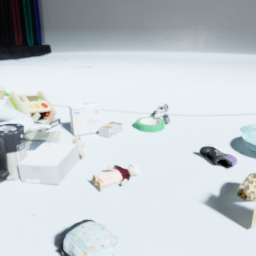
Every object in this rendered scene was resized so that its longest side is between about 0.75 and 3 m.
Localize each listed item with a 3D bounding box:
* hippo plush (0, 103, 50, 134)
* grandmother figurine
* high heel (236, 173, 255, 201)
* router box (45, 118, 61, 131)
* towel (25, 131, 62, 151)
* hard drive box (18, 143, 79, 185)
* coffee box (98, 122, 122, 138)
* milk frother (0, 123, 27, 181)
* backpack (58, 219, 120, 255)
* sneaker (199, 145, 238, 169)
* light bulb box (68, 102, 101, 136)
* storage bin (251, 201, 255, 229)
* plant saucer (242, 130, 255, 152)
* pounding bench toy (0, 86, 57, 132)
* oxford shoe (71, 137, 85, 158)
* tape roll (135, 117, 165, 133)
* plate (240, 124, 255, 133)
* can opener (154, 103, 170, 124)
[{"bbox_3d":[-4.413,0.176,10.046,2.251,1.810,1.793,29,-8,-33],"label":"hippo plush"},{"bbox_3d":[-0.320,1.446,8.570,1.568,0.475,0.951,-11,47,-34],"label":"grandmother figurine"},{"bbox_3d":[3.904,1.690,7.377,2.016,0.720,1.437,-5,13,-39],"label":"high heel"},{"bbox_3d":[-3.843,-0.213,13.146,0.858,0.294,1.151,8,22,21],"label":"router box"},{"bbox_3d":[-3.495,0.537,11.327,1.481,0.266,1.538,-4,23,-3],"label":"towel"},{"bbox_3d":[-2.492,1.102,9.049,1.296,0.639,1.663,2,20,13],"label":"hard drive box"},{"bbox_3d":[-0.759,0.075,12.230,0.572,0.399,1.000,12,24,30],"label":"coffee box"},{"bbox_3d":[-4.110,0.742,8.728,1.690,1.590,1.525,12,22,29],"label":"milk frother"},{"bbox_3d":[-0.720,2.372,5.590,0.998,0.757,1.196,-16,27,-40],"label":"backpack"},{"bbox_3d":[3.027,0.995,9.667,1.380,0.523,0.604,16,31,37],"label":"sneaker"},{"bbox_3d":[-1.885,-0.428,12.246,1.245,1.256,0.784,-9,19,-21],"label":"light bulb box"},{"bbox_3d":[3.554,1.855,6.042,1.416,1.406,0.664,15,29,36],"label":"storage bin"},{"bbox_3d":[5.783,0.639,10.431,2.921,0.400,2.921,0,15,0],"label":"plant saucer"},{"bbox_3d":[-4.346,-0.933,11.892,2.128,1.322,1.660,51,31,16],"label":"pounding bench toy"},{"bbox_3d":[-1.734,0.659,10.077,0.380,0.364,1.030,-30,48,-8],"label":"oxford shoe"},{"bbox_3d":[1.015,-0.160,12.971,1.356,0.326,1.356,-1,21,0],"label":"tape roll"},{"bbox_3d":[5.811,0.078,12.533,1.486,0.190,1.486,-1,21,0],"label":"plate"},{"bbox_3d":[1.744,-0.733,14.161,0.636,0.802,2.415,-21,11,14],"label":"can opener"}]
